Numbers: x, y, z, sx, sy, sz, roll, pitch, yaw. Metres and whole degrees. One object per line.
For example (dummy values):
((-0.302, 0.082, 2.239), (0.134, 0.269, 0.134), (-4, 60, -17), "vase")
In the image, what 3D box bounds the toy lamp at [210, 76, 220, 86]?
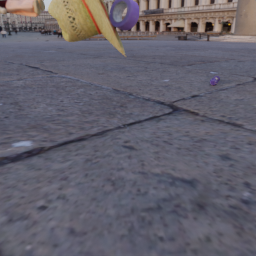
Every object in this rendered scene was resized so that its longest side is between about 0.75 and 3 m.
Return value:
((4.317, -2.356, 13.950), (0.361, 0.361, 1.240), (8, 21, 21), "toy lamp")

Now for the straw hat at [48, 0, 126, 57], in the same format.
((-1.108, -2.590, 6.292), (1.187, 2.804, 2.804), (-24, 20, 8), "straw hat")

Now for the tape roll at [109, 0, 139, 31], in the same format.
((-0.107, -2.973, 7.299), (0.779, 0.779, 0.331), (19, 11, 40), "tape roll")

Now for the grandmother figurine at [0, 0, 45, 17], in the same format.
((-3.334, -3.382, 7.846), (1.771, 0.536, 1.074), (1, 29, 6), "grandmother figurine")
